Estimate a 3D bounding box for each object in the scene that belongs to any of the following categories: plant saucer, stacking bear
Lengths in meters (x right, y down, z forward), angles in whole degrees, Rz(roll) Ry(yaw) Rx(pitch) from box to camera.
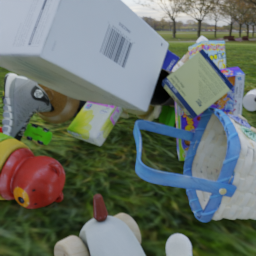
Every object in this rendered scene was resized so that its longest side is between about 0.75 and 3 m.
[{"bbox_3d":[-2.361,-1.005,8.522,1.848,1.848,0.327,7,13,18],"label":"plant saucer"},{"bbox_3d":[-2.710,0.923,6.089,2.773,1.684,1.577,14,26,13],"label":"stacking bear"}]

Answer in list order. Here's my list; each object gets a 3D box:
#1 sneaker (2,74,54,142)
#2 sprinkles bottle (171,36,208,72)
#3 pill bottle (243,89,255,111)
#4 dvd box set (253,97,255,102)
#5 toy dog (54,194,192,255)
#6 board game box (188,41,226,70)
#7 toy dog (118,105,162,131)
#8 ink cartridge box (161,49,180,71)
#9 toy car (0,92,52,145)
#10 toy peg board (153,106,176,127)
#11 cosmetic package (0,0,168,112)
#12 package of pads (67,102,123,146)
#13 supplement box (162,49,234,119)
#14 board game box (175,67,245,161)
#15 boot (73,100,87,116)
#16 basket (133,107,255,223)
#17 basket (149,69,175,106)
[{"bbox_3d":[-2.749,-0.283,7.791,1.354,2.345,0.880,2,5,-22],"label":"sneaker"},{"bbox_3d":[2.618,-2.715,12.170,0.862,2.526,0.862,36,20,-16],"label":"sprinkles bottle"},{"bbox_3d":[5.699,-1.274,12.274,0.892,0.892,1.567,20,28,40],"label":"pill bottle"},{"bbox_3d":[6.240,-0.945,11.257,2.282,0.335,1.669,-21,57,-41],"label":"dvd box set"},{"bbox_3d":[0.125,1.834,3.827,2.705,1.303,1.784,11,24,27],"label":"toy dog"},{"bbox_3d":[2.969,-2.182,10.494,0.976,1.894,0.993,-5,2,-18],"label":"board game box"},{"bbox_3d":[0.157,-1.145,9.588,1.974,1.914,1.377,24,-22,-9],"label":"toy dog"},{"bbox_3d":[0.263,-2.503,11.342,2.830,2.824,0.575,32,1,-4],"label":"ink cartridge box"},{"bbox_3d":[-3.100,0.028,8.262,1.833,1.948,0.434,22,-4,-1],"label":"toy car"},{"bbox_3d":[2.019,-0.723,10.949,2.245,1.103,2.254,6,21,-23],"label":"toy peg board"},{"bbox_3d":[-1.222,-1.748,6.319,2.891,1.777,2.882,16,-5,43],"label":"cosmetic package"},{"bbox_3d":[-1.017,-0.272,9.079,1.253,0.553,1.621,16,63,33],"label":"package of pads"},{"bbox_3d":[1.486,-0.925,6.179,1.065,1.066,0.716,-39,-2,5],"label":"supplement box"},{"bbox_3d":[2.075,-0.284,7.382,1.611,2.396,0.536,-6,31,5],"label":"board game box"},{"bbox_3d":[-1.791,-1.216,11.895,2.056,0.929,2.509,14,28,18],"label":"boot"},{"bbox_3d":[1.552,0.610,5.917,2.923,2.033,2.577,9,22,-4],"label":"basket"},{"bbox_3d":[1.462,-1.207,8.808,1.642,1.116,1.480,0,11,-38],"label":"basket"}]
